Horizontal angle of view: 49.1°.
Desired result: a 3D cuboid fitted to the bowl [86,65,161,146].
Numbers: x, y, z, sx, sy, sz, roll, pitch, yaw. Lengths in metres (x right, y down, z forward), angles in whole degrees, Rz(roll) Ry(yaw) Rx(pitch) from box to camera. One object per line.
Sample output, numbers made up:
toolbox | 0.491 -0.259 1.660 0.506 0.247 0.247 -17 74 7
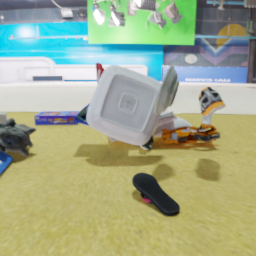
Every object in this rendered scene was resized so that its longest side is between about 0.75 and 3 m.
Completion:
bowl | -0.004 -0.702 8.569 2.238 2.235 0.835 21 -2 -6

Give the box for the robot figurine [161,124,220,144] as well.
robot figurine | 2.313 0.222 10.425 2.160 0.629 1.566 -5 5 5

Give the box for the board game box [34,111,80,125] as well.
board game box | -3.557 -0.521 14.421 2.118 0.474 1.424 -1 13 -2

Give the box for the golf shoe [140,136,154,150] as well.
golf shoe | 0.507 0.487 10.093 0.711 0.623 1.613 -14 5 12

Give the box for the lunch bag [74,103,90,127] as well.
lunch bag | -0.867 -0.502 9.683 1.814 1.156 1.542 -12 2 1

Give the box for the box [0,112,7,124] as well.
box | -6.700 -0.378 13.458 1.607 0.625 0.763 -4 14 -19

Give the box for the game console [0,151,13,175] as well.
game console | -4.381 1.177 7.651 1.658 1.150 1.943 30 8 -12

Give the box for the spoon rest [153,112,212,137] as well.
spoon rest | 2.297 -0.059 11.276 2.902 0.880 1.442 -17 -6 -30

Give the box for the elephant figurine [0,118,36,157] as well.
elephant figurine | -3.594 0.376 9.014 1.405 1.281 1.811 -28 21 -35

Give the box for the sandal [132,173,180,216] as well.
sandal | 0.543 1.487 6.155 0.565 0.339 1.504 -13 32 -26

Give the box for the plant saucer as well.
plant saucer | 1.116 -0.972 7.641 0.352 1.404 1.404 19 17 12

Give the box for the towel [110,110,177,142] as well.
towel | 0.428 -0.186 10.926 2.567 0.414 2.452 -19 7 -2

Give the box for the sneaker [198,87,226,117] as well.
sneaker | 2.320 -0.755 7.938 0.701 0.692 1.792 -29 -5 7

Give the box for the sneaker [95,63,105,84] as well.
sneaker | -0.716 -1.824 9.362 0.711 0.482 1.230 -5 -12 -6
